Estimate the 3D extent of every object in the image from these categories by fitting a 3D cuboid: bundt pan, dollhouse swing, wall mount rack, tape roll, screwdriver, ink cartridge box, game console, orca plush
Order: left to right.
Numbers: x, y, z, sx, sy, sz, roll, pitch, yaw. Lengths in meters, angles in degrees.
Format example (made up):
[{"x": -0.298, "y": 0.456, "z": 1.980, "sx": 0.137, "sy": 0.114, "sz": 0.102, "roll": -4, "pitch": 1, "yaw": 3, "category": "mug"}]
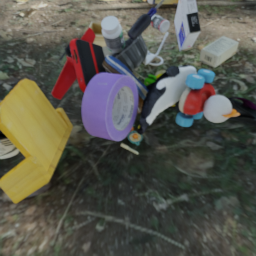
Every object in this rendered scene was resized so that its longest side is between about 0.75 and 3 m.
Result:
[{"x": -2.673, "y": 0.258, "z": 7.034, "sx": 1.965, "sy": 1.901, "sz": 2.163, "roll": -34, "pitch": 26, "yaw": 27, "category": "dollhouse swing"}, {"x": -1.038, "y": -1.730, "z": 8.092, "sx": 0.245, "sy": 1.579, "sz": 1.396, "roll": -15, "pitch": -4, "yaw": 29, "category": "game console"}, {"x": -0.441, "y": -0.573, "z": 7.610, "sx": 0.754, "sy": 1.774, "sz": 1.774, "roll": 12, "pitch": 46, "yaw": 25, "category": "tape roll"}, {"x": -0.215, "y": -2.540, "z": 10.613, "sx": 2.337, "sy": 0.877, "sz": 2.337, "roll": -32, "pitch": 22, "yaw": 15, "category": "bundt pan"}, {"x": 0.689, "y": -3.600, "z": 12.261, "sx": 2.230, "sy": 0.832, "sz": 1.938, "roll": 25, "pitch": 51, "yaw": 21, "category": "wall mount rack"}, {"x": 0.985, "y": -1.005, "z": 8.797, "sx": 1.001, "sy": 1.481, "sz": 2.816, "roll": 20, "pitch": 73, "yaw": 44, "category": "orca plush"}, {"x": 0.849, "y": -3.284, "z": 7.467, "sx": 0.341, "sy": 0.356, "sz": 2.445, "roll": 41, "pitch": 83, "yaw": 2, "category": "screwdriver"}, {"x": 1.768, "y": -3.154, "z": 8.628, "sx": 0.442, "sy": 1.129, "sz": 2.384, "roll": -11, "pitch": 3, "yaw": 4, "category": "ink cartridge box"}]

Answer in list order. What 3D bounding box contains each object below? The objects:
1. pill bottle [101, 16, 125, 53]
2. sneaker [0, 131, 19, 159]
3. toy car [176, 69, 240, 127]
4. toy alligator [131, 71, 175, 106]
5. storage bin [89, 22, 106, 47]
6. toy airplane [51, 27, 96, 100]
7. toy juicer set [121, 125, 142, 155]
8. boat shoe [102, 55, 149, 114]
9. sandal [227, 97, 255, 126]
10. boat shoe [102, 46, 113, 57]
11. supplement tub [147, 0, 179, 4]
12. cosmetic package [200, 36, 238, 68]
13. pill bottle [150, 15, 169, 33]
[{"x": -0.510, "y": -3.154, "z": 9.517, "sx": 0.676, "sy": 1.196, "sz": 0.676, "roll": -3, "pitch": 70, "yaw": 7, "category": "pill bottle"}, {"x": -4.103, "y": 0.586, "z": 8.071, "sx": 1.734, "sy": 0.998, "sz": 0.654, "roll": -25, "pitch": 51, "yaw": -22, "category": "sneaker"}, {"x": 2.552, "y": -0.693, "z": 8.467, "sx": 1.712, "sy": 1.578, "sz": 1.514, "roll": 27, "pitch": 34, "yaw": 27, "category": "toy car"}, {"x": 1.263, "y": -1.602, "z": 10.301, "sx": 0.782, "sy": 0.855, "sz": 2.882, "roll": -27, "pitch": 46, "yaw": -32, "category": "toy alligator"}, {"x": -1.209, "y": -4.402, "z": 13.196, "sx": 1.284, "sy": 0.606, "sz": 1.294, "roll": 6, "pitch": 46, "yaw": 6, "category": "storage bin"}, {"x": -1.467, "y": -1.790, "z": 8.951, "sx": 0.464, "sy": 2.524, "sz": 2.524, "roll": 22, "pitch": 50, "yaw": 18, "category": "toy airplane"}, {"x": 0.096, "y": 0.291, "z": 8.845, "sx": 0.716, "sy": 0.306, "sz": 1.126, "roll": 10, "pitch": 47, "yaw": 10, "category": "toy juicer set"}, {"x": -0.038, "y": -1.213, "z": 8.888, "sx": 0.938, "sy": 2.591, "sz": 0.936, "roll": -41, "pitch": 42, "yaw": 11, "category": "boat shoe"}, {"x": 3.991, "y": -0.647, "z": 9.538, "sx": 2.548, "sy": 0.610, "sz": 0.958, "roll": 19, "pitch": 49, "yaw": 18, "category": "sandal"}, {"x": -1.285, "y": -2.788, "z": 11.081, "sx": 1.694, "sy": 0.531, "sz": 0.615, "roll": -6, "pitch": 69, "yaw": 19, "category": "boat shoe"}, {"x": 2.402, "y": -7.973, "z": 15.789, "sx": 2.564, "sy": 1.852, "sz": 1.852, "roll": 1, "pitch": 46, "yaw": 1, "category": "supplement tub"}, {"x": 3.948, "y": -3.319, "z": 12.155, "sx": 1.631, "sy": 0.580, "sz": 0.858, "roll": -33, "pitch": 54, "yaw": -28, "category": "cosmetic package"}, {"x": 1.106, "y": -3.847, "z": 10.267, "sx": 0.450, "sy": 0.450, "sz": 0.791, "roll": -26, "pitch": 50, "yaw": -23, "category": "pill bottle"}]
